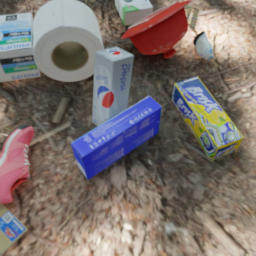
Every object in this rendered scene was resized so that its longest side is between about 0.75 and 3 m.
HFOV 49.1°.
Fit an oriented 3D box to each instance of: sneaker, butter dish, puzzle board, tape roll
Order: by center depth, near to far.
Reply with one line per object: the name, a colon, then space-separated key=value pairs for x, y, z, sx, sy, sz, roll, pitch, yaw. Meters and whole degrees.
puzzle board: x=-3.929 y=2.733 z=7.622 sx=1.971 sy=0.171 sz=1.485 roll=32 pitch=58 yaw=23
sneaker: x=-3.359 y=1.108 z=8.454 sx=1.132 sy=0.962 sz=2.611 roll=21 pitch=58 yaw=2
tape roll: x=-2.249 y=-3.211 z=10.508 sx=2.537 sy=2.537 sz=1.742 roll=-9 pitch=56 yaw=-7
butter dish: x=1.366 y=-3.738 z=11.421 sx=2.491 sy=1.846 sz=2.497 roll=-36 pitch=21 yaw=-18
sneaker: x=3.221 y=-3.526 z=11.986 sx=0.673 sy=0.667 sz=1.856 roll=35 pitch=38 yaw=-28

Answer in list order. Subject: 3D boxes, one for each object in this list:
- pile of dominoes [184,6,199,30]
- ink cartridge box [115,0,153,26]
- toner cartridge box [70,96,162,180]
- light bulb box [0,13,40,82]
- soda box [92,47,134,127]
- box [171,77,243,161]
pile of dominoes: x=2.750 y=-5.192 z=13.059 sx=1.013 sy=0.207 sz=1.299 roll=12 pitch=76 yaw=16
ink cartridge box: x=0.227 y=-5.845 z=13.449 sx=1.374 sy=0.791 sz=1.883 roll=-14 pitch=56 yaw=-10
toner cartridge box: x=-0.283 y=0.293 z=8.705 sx=2.923 sy=1.389 sz=0.631 roll=-32 pitch=60 yaw=-22
light bulb box: x=-4.812 y=-3.171 z=11.112 sx=2.338 sy=1.472 sz=2.359 roll=-10 pitch=54 yaw=-8
soda box: x=-0.535 y=-1.152 z=8.884 sx=0.881 sy=2.581 sz=0.819 roll=-27 pitch=49 yaw=-38
box: x=2.553 y=-0.390 z=9.466 sx=0.997 sy=0.915 sz=2.846 roll=-18 pitch=57 yaw=-13
